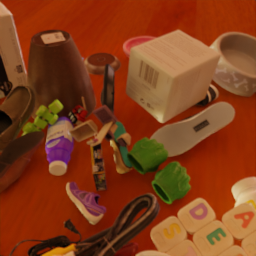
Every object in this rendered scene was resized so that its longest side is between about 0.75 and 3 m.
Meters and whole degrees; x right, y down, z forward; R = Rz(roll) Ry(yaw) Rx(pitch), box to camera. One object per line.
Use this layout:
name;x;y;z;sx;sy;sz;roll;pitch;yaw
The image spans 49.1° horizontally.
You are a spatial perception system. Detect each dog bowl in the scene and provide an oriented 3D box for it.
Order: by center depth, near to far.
dog bowl;4.349;-2.515;10.640;2.848;0.835;2.848;6;54;-9

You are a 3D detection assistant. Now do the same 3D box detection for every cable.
cable;-0.589;2.063;4.787;2.842;0.715;1.380;-36;16;-11

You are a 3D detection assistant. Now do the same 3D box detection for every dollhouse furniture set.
dollhouse furniture set;-0.947;0.405;7.379;1.528;1.211;1.085;-23;26;38

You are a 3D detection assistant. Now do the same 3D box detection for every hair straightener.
hair straightener;-1.262;2.526;5.858;2.813;0.576;1.082;-17;52;-11

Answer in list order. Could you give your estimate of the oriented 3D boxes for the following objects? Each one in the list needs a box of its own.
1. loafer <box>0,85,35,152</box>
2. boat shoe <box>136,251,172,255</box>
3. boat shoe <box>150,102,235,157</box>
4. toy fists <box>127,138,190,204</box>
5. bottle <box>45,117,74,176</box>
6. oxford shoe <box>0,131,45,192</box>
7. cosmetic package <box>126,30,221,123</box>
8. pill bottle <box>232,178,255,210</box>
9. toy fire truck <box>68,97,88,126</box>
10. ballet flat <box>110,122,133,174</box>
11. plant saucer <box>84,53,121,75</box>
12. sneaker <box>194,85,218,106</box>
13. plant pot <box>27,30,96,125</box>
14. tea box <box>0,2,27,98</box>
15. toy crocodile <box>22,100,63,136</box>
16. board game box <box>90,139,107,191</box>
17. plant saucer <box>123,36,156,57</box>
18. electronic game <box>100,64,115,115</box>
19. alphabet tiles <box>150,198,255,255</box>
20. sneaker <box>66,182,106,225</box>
loafer;-3.326;-0.375;8.008;0.812;0.752;2.160;13;66;2
boat shoe;0.192;2.685;5.047;0.604;1.705;0.591;46;37;-14
boat shoe;1.819;0.069;8.226;2.624;0.869;0.917;-31;80;2
toy fists;0.812;1.035;7.144;0.916;0.618;1.796;-35;72;-25
bottle;-1.944;0.497;7.935;0.778;0.608;1.862;-26;40;14
oxford shoe;-2.965;0.861;7.517;0.721;0.720;2.021;16;49;28
cosmetic package;1.290;-1.588;8.425;2.059;1.713;1.723;-29;56;-29
pill bottle;2.930;1.999;6.059;0.996;0.996;1.790;-4;43;-4
toy fire truck;-1.461;-0.533;8.585;0.528;0.821;0.723;31;10;-32
ballet flat;-0.283;0.547;7.839;0.541;0.496;1.575;16;46;-36
plant saucer;-1.144;-2.811;11.958;1.655;0.303;1.655;-1;42;0
sneaker;2.201;-1.485;10.136;1.072;0.700;1.916;-27;50;-32
plant pot;-2.283;-1.762;9.114;2.337;2.500;2.337;0;42;0
tea box;-5.311;-2.540;9.694;2.839;2.886;1.928;-23;47;-24
toy crocodile;-2.605;-0.147;8.279;1.707;0.576;0.527;-49;27;8
board game box;-0.768;0.950;7.250;0.301;0.878;1.062;-8;49;-4
plant saucer;0.788;-3.428;12.479;2.026;0.514;2.026;-1;43;0
electronic game;-0.628;-0.910;8.414;0.412;1.981;1.981;1;42;-1
alphabet tiles;1.615;2.743;5.105;2.812;0.210;2.875;-32;47;-3
sneaker;-0.972;1.683;6.557;0.558;0.540;1.338;-40;47;-17
